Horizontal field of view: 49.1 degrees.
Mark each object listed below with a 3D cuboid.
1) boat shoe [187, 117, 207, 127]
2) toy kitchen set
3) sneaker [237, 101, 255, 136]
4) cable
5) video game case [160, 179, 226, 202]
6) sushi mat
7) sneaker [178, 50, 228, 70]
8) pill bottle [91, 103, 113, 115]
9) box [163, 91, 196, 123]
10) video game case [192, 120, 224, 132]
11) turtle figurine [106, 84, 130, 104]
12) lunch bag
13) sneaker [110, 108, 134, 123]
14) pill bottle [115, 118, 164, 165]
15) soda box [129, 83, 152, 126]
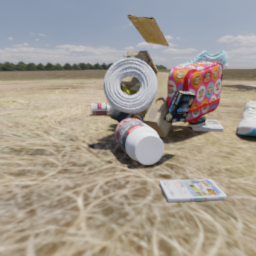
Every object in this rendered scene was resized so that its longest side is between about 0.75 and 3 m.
[{"bbox_3d":[3.082,-0.368,12.325,0.497,0.468,1.385,8,14,39],"label":"boat shoe"},{"bbox_3d":[0.442,-1.415,11.198,2.719,2.453,2.218,10,-28,36],"label":"toy kitchen set"},{"bbox_3d":[5.070,-0.366,11.369,1.128,1.191,2.948,6,15,18],"label":"sneaker"},{"bbox_3d":[0.085,-1.364,9.117,1.776,1.776,0.615,38,0,0],"label":"cable"},{"bbox_3d":[1.396,1.375,6.211,1.238,0.112,0.886,-1,13,-5],"label":"video game case"},{"bbox_3d":[0.768,-3.426,9.954,0.999,0.126,2.088,19,-2,24],"label":"sushi mat"},{"bbox_3d":[3.034,-2.807,11.771,2.175,0.891,0.804,-7,22,8],"label":"sneaker"},{"bbox_3d":[-1.419,-1.032,15.390,1.175,0.671,0.671,-1,13,-5],"label":"pill bottle"},{"bbox_3d":[1.477,-0.592,7.948,0.256,0.883,1.111,31,18,26],"label":"box"},{"bbox_3d":[3.491,-0.120,12.597,1.262,0.159,1.762,1,13,8],"label":"video game case"},{"bbox_3d":[-0.062,-2.230,14.659,2.070,2.567,0.827,24,-9,34],"label":"turtle figurine"},{"bbox_3d":[2.563,-1.278,10.742,2.626,2.313,1.076,-22,31,-40],"label":"lunch bag"},{"bbox_3d":[0.081,-0.927,12.616,1.014,0.714,1.908,26,56,26],"label":"sneaker"},{"bbox_3d":[0.318,0.385,8.364,1.047,1.047,1.807,-4,15,-17],"label":"pill bottle"},{"bbox_3d":[0.604,-0.745,11.018,0.620,1.937,0.656,16,42,36],"label":"soda box"}]
